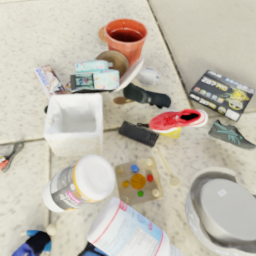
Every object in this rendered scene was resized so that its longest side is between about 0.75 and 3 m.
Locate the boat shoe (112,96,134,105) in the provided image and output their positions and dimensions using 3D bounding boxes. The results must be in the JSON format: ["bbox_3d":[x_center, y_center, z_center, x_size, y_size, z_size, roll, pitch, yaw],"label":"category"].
[{"bbox_3d":[-0.190,-1.238,12.321,1.076,0.398,0.398,-4,20,-18],"label":"boat shoe"}]

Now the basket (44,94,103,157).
[{"bbox_3d":[-1.949,-0.058,10.624,2.004,1.612,1.986,-1,52,-2],"label":"basket"}]

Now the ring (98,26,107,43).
[{"bbox_3d":[-0.684,-5.214,15.555,1.959,0.188,1.959,0,51,1],"label":"ring"}]

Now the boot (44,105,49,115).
[{"bbox_3d":[-3.103,-0.910,12.052,0.767,0.912,0.348,-15,71,-53],"label":"boot"}]

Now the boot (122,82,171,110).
[{"bbox_3d":[0.795,-1.340,11.937,1.564,0.711,1.861,8,17,-34],"label":"boot"}]

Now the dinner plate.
[{"bbox_3d":[0.077,-2.217,11.773,0.229,1.890,1.890,39,55,-13],"label":"dinner plate"}]

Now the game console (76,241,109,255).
[{"bbox_3d":[-0.620,3.608,8.259,1.451,0.844,1.276,17,54,13],"label":"game console"}]

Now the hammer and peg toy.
[{"bbox_3d":[0.630,1.693,9.390,2.083,0.735,1.532,-16,66,8],"label":"hammer and peg toy"}]

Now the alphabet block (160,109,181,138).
[{"bbox_3d":[1.755,-0.161,11.236,0.768,0.772,0.786,12,53,9],"label":"alphabet block"}]

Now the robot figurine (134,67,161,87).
[{"bbox_3d":[0.893,-2.371,13.011,1.209,0.683,1.026,12,71,10],"label":"robot figurine"}]

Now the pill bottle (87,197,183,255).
[{"bbox_3d":[0.223,3.199,7.848,2.523,1.372,1.372,36,57,-4],"label":"pill bottle"}]

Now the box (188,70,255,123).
[{"bbox_3d":[4.106,-1.462,12.307,2.374,0.583,1.914,30,52,20],"label":"box"}]

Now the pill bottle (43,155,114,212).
[{"bbox_3d":[-1.599,1.804,8.637,1.349,2.318,1.349,26,49,-33],"label":"pill bottle"}]

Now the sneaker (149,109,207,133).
[{"bbox_3d":[1.615,-0.359,9.962,2.172,1.255,0.851,-13,78,23],"label":"sneaker"}]

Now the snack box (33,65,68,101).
[{"bbox_3d":[-3.621,-2.075,13.032,0.853,0.288,2.372,-23,55,-19],"label":"snack box"}]

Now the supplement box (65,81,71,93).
[{"bbox_3d":[-2.498,-1.982,12.898,0.424,0.329,0.768,16,53,24],"label":"supplement box"}]

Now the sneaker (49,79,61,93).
[{"bbox_3d":[-3.130,-1.713,12.056,0.423,0.960,0.361,20,66,-15],"label":"sneaker"}]

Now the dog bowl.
[{"bbox_3d":[3.073,2.591,8.601,2.903,0.851,2.903,12,41,-10],"label":"dog bowl"}]

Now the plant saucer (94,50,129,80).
[{"bbox_3d":[-0.774,-2.645,12.616,1.677,1.677,0.247,-6,33,-5],"label":"plant saucer"}]

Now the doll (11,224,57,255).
[{"bbox_3d":[-2.919,3.613,8.520,1.201,0.427,1.761,37,61,24],"label":"doll"}]

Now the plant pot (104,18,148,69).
[{"bbox_3d":[-0.147,-3.792,13.278,1.981,1.927,1.981,3,53,-4],"label":"plant pot"}]

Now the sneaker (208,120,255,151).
[{"bbox_3d":[3.987,0.293,10.630,1.863,0.702,0.738,26,96,28],"label":"sneaker"}]

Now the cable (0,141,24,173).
[{"bbox_3d":[-4.454,1.079,10.484,0.749,0.388,1.542,28,60,26],"label":"cable"}]

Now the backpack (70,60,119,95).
[{"bbox_3d":[-1.270,-1.988,11.166,1.849,1.392,1.641,3,11,1],"label":"backpack"}]

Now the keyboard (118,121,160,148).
[{"bbox_3d":[0.476,0.130,11.280,1.577,0.202,0.947,23,58,10],"label":"keyboard"}]
